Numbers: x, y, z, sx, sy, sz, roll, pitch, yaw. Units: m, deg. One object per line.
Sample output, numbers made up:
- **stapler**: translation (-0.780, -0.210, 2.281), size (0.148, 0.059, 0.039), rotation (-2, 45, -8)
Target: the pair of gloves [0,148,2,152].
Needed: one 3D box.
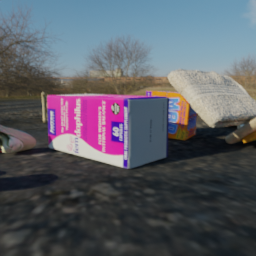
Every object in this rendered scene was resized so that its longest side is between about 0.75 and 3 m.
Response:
- **pair of gloves**: translation (-4.316, 0.466, 7.238), size (2.024, 0.287, 2.517), rotation (8, 12, 42)

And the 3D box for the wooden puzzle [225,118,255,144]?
- **wooden puzzle**: translation (3.920, -0.033, 7.746), size (1.916, 0.357, 1.773), rotation (-4, -26, -34)

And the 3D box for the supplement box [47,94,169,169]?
- **supplement box**: translation (-0.586, -0.076, 6.850), size (2.839, 1.437, 1.467), rotation (7, 11, 42)

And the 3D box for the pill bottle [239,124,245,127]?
- **pill bottle**: translation (4.742, -0.116, 10.717), size (0.813, 0.460, 0.460), rotation (0, 8, 1)

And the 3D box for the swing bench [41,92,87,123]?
- **swing bench**: translation (-3.216, -1.022, 14.134), size (2.155, 1.405, 2.166), rotation (-3, 3, -16)

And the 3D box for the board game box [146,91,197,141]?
- **board game box**: translation (1.464, -0.477, 9.407), size (1.440, 1.441, 1.440), rotation (8, 9, 25)

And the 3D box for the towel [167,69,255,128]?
- **towel**: translation (2.602, -0.837, 7.749), size (2.903, 0.500, 1.924), rotation (-5, 49, -40)

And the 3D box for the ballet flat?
- **ballet flat**: translation (-3.081, 0.264, 6.673), size (1.922, 0.668, 0.668), rotation (29, -13, -39)

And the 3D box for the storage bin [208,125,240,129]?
- **storage bin**: translation (4.430, -0.387, 11.783), size (1.528, 0.721, 1.539), rotation (-6, 10, -31)
